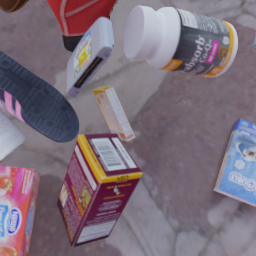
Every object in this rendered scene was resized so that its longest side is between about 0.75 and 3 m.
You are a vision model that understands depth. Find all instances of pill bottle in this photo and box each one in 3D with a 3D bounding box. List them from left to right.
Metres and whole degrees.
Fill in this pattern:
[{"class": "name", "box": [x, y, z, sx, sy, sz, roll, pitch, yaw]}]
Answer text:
[{"class": "pill bottle", "box": [1.109, -1.849, 6.057, 2.217, 1.290, 1.290, 3, 75, -23]}]

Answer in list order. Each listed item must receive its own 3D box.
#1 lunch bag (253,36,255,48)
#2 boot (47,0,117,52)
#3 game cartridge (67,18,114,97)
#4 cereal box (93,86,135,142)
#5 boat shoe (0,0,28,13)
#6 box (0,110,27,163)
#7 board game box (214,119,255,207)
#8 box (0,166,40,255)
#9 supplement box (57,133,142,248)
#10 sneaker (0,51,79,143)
[{"class": "lunch bag", "box": [3.373, -1.951, 6.403, 0.767, 0.653, 0.468, 10, 96, -35]}, {"class": "boot", "box": [-0.372, -2.765, 5.839, 2.682, 1.935, 0.971, -36, 55, -17]}, {"class": "game cartridge", "box": [-0.771, -1.352, 5.315, 0.288, 1.421, 0.947, 22, 46, -30]}, {"class": "cereal box", "box": [-0.360, -0.351, 6.734, 0.261, 0.952, 1.323, -30, 108, -18]}, {"class": "boat shoe", "box": [-2.788, -3.750, 6.885, 0.897, 2.492, 0.841, 39, 48, -19]}, {"class": "box", "box": [-3.480, -0.011, 6.147, 2.001, 1.245, 0.976, 48, 40, -10]}, {"class": "board game box", "box": [3.827, 1.129, 7.906, 2.189, 0.475, 2.178, 20, 78, 5]}, {"class": "box", "box": [-2.364, 1.753, 5.365, 0.975, 0.933, 1.955, 7, 72, -9]}, {"class": "supplement box", "box": [-0.580, 1.081, 4.867, 0.766, 1.788, 0.987, -1, 40, -34]}, {"class": "sneaker", "box": [-2.205, -0.629, 6.033, 2.703, 1.109, 0.948, 42, 66, -5]}]
